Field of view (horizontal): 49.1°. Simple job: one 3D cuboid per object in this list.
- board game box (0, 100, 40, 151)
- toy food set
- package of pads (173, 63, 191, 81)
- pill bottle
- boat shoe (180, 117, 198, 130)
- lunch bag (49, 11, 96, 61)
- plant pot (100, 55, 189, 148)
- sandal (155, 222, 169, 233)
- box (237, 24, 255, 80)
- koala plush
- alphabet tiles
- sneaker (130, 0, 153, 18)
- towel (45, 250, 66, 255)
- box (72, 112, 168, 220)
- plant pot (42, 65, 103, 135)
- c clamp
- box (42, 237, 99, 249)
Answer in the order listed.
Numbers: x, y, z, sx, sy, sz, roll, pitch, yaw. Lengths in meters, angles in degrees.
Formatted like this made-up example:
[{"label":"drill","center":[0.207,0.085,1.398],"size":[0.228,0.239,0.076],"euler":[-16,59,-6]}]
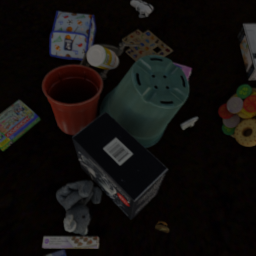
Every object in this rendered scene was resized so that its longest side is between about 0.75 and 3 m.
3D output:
[{"label":"board game box","center":[-4.304,-0.124,10.333],"size":[1.172,0.254,1.741],"euler":[38,68,18]},{"label":"toy food set","center":[4.159,-0.470,9.838],"size":[1.955,0.480,1.975],"euler":[47,112,41]},{"label":"package of pads","center":[1.799,-2.194,11.196],"size":[1.359,0.514,0.819],"euler":[18,46,7]},{"label":"pill bottle","center":[-0.805,-2.342,9.500],"size":[0.686,1.235,0.686],"euler":[1,93,23]},{"label":"boat shoe","center":[2.292,-0.155,10.375],"size":[0.770,0.273,0.269],"euler":[-27,92,-17]},{"label":"lunch bag","center":[-2.315,-3.779,11.748],"size":[1.661,1.210,1.954],"euler":[8,73,4]},{"label":"plant pot","center":[0.585,-0.879,9.115],"size":[2.507,2.455,2.507],"euler":[8,64,-17]},{"label":"sandal","center":[0.999,2.888,8.215],"size":[0.381,0.949,0.256],"euler":[20,72,8]},{"label":"box","center":[5.583,-3.181,11.655],"size":[1.445,0.745,2.477],"euler":[1,63,1]},{"label":"koala plush","center":[-1.537,2.495,8.478],"size":[1.326,1.280,1.443],"euler":[-11,62,10]},{"label":"alphabet tiles","center":[0.700,-3.524,12.220],"size":[1.622,0.073,1.940],"euler":[-37,68,-17]},{"label":"sneaker","center":[0.547,-5.571,13.088],"size":[1.147,0.431,0.659],"euler":[24,62,8]},{"label":"towel","center":[-2.490,4.321,7.645],"size":[1.943,0.231,1.427],"euler":[-11,50,-26]},{"label":"box","center":[-0.286,1.219,8.451],"size":[1.305,2.282,2.506],"euler":[-40,69,-20]},{"label":"plant pot","center":[-1.832,-0.842,9.669],"size":[1.916,1.864,1.916],"euler":[3,52,-3]},{"label":"c clamp","center":[-0.878,-2.452,10.637],"size":[1.975,2.312,0.313],"euler":[-2,62,-41]},{"label":"box","center":[-1.708,3.445,8.412],"size":[1.645,0.341,0.318],"euler":[1,62,-1]}]
